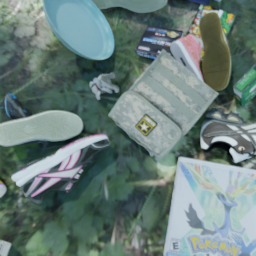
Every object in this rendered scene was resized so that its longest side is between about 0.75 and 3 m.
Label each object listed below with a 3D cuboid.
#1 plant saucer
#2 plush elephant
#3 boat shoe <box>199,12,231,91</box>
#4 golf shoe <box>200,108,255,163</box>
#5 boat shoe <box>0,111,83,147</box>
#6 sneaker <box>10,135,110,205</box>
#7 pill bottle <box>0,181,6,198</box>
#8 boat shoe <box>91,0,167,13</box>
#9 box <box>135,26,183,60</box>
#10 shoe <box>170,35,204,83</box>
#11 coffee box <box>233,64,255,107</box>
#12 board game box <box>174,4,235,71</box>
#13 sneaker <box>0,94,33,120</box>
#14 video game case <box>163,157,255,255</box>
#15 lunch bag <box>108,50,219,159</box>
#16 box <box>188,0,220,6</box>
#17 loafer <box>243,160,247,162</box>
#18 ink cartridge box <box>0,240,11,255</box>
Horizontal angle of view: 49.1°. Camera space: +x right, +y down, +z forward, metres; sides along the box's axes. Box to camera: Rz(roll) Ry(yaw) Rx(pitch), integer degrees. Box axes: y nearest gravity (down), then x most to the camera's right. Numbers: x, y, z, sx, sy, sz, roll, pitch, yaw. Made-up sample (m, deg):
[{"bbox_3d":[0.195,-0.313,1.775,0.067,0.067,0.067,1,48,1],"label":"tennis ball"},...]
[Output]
[{"bbox_3d":[-1.535,-3.229,8.728,0.368,2.687,2.687,-27,65,36],"label":"plant saucer"},{"bbox_3d":[-0.812,-1.249,8.600,0.874,0.677,0.720,-4,62,-39],"label":"plush elephant"},{"bbox_3d":[2.763,-2.303,8.631,0.885,0.814,2.477,-14,77,37],"label":"boat shoe"},{"bbox_3d":[3.408,0.426,7.543,2.958,1.150,1.398,11,68,29],"label":"golf shoe"},{"bbox_3d":[-2.529,0.023,8.066,2.413,0.751,0.900,-11,93,-20],"label":"boat shoe"},{"bbox_3d":[-1.667,1.112,7.693,2.705,1.086,1.168,-27,96,-10],"label":"sneaker"},{"bbox_3d":[-3.959,1.401,7.624,0.663,0.663,1.272,-41,75,-14],"label":"pill bottle"},{"bbox_3d":[-0.084,-4.625,9.522,2.942,1.049,0.886,8,53,13],"label":"boat shoe"},{"bbox_3d":[1.030,-2.771,9.189,1.266,0.315,1.256,17,60,16],"label":"box"},{"bbox_3d":[2.010,-1.989,8.561,0.779,0.612,1.712,-33,97,-24],"label":"shoe"},{"bbox_3d":[3.473,-1.192,7.981,0.975,1.585,0.349,-47,67,11],"label":"coffee box"},{"bbox_3d":[2.627,-3.091,9.524,1.288,0.288,2.458,25,71,6],"label":"board game box"},{"bbox_3d":[-3.354,-0.442,8.496,1.301,0.476,0.533,45,97,17],"label":"sneaker"},{"bbox_3d":[2.546,2.314,7.129,2.943,0.324,2.683,10,84,3],"label":"video game case"},{"bbox_3d":[0.889,-0.570,7.884,1.986,1.423,2.421,40,88,1],"label":"lunch bag"},{"bbox_3d":[2.341,-4.969,10.020,1.975,0.320,1.196,16,56,3],"label":"box"},{"bbox_3d":[3.418,0.595,8.151,0.308,0.310,0.851,17,62,20],"label":"loafer"},{"bbox_3d":[-3.475,2.959,6.842,0.747,1.033,0.435,14,70,5],"label":"ink cartridge box"}]
